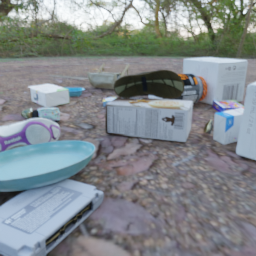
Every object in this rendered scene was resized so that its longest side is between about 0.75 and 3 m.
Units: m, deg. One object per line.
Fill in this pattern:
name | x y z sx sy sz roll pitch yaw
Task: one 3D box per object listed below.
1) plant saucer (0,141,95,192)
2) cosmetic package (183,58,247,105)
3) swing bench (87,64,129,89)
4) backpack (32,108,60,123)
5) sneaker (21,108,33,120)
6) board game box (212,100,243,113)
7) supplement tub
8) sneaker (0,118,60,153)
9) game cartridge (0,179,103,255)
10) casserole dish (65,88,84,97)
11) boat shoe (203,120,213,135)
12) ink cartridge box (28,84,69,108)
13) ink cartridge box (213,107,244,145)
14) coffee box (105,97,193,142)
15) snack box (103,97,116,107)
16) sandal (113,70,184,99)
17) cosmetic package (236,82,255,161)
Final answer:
plant saucer | -2.243 0.867 6.743 2.954 0.405 2.954 -6 11 1
cosmetic package | 4.523 -2.579 14.991 2.136 2.138 2.591 -10 21 -28
swing bench | -1.209 -3.296 18.540 2.084 1.359 2.095 10 33 25
backpack | -3.211 -0.476 11.040 1.034 0.655 0.863 -5 14 -27
sneaker | -4.274 -0.538 11.805 0.477 0.356 1.061 -14 22 -8
board game box | 4.645 -0.952 12.999 1.026 0.342 1.526 0 18 0
supplement tub | 2.412 -1.817 13.622 2.598 1.592 1.592 -8 20 -23
sneaker | -3.399 0.197 8.390 2.667 0.998 1.328 -12 19 -34
game cartridge | -1.583 1.581 5.210 1.388 0.421 2.082 13 22 26
casserole dish | -3.554 -2.073 16.355 2.016 0.391 1.221 -2 18 -3
boat shoe | 2.831 -0.008 9.781 0.261 0.295 0.805 39 41 2
ink cartridge box | -4.208 -1.733 14.664 1.323 0.760 2.259 -17 25 -37
ink cartridge box | 3.659 -0.109 9.305 1.630 0.947 0.548 -12 22 -22
coffee box | 0.771 -0.383 9.931 2.802 1.117 1.602 6 17 17
snack box | -0.929 -1.323 14.169 0.692 0.278 0.821 -6 19 -1
sandal | 0.772 -1.571 10.523 2.655 1.085 0.725 -7 9 -4
cosmetic package | 4.653 -0.140 7.579 2.492 2.086 2.073 17 25 38
